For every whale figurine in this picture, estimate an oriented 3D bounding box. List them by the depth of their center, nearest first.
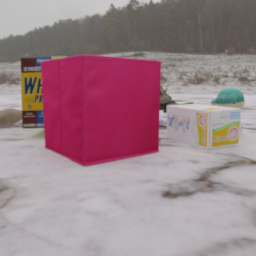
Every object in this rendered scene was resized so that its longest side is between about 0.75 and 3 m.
[{"bbox_3d":[6.867,-2.084,19.439,2.284,1.490,2.871,-7,13,5],"label":"whale figurine"}]

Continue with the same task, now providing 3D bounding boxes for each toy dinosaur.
[{"bbox_3d":[2.314,-1.094,14.983,2.843,1.094,1.454,37,-7,-20],"label":"toy dinosaur"}]

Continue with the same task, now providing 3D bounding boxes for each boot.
[{"bbox_3d":[-5.384,-0.317,11.120,2.045,0.718,1.495,-11,5,4],"label":"boot"}]

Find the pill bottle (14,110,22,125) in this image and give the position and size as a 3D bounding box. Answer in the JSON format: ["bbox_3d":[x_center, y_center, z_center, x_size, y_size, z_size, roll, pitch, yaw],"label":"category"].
[{"bbox_3d":[-5.021,-0.503,12.886,0.594,0.594,1.051,-1,9,-4],"label":"pill bottle"}]

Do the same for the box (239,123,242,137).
[{"bbox_3d":[3.214,0.026,9.747,0.933,0.511,1.057,-4,10,-25],"label":"box"}]

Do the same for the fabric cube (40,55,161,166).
[{"bbox_3d":[-0.755,-0.573,7.489,2.361,2.399,2.406,-8,12,-38],"label":"fabric cube"}]

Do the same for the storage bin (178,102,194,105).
[{"bbox_3d":[2.685,-0.790,13.580,1.096,0.514,0.741,-5,35,47],"label":"storage bin"}]

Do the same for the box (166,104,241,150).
[{"bbox_3d":[2.272,-0.118,8.748,1.211,1.091,2.153,-5,10,-24],"label":"box"}]

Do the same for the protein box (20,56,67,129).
[{"bbox_3d":[-2.688,-1.157,10.263,1.583,2.346,2.329,-2,0,2],"label":"protein box"}]

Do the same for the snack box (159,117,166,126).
[{"bbox_3d":[1.601,-0.274,12.237,0.872,0.295,2.426,-1,8,-36],"label":"snack box"}]
